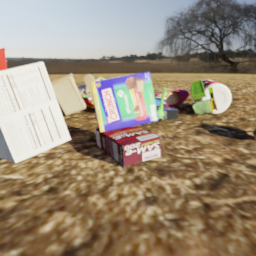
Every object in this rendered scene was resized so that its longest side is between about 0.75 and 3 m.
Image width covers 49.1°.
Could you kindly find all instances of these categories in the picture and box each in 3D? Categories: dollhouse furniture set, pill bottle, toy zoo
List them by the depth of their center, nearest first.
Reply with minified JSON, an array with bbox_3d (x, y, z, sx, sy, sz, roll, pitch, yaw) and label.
[{"bbox_3d":[2.959,-0.945,11.005,0.967,1.936,0.747,-13,51,17],"label":"dollhouse furniture set"},{"bbox_3d":[-2.205,-1.962,12.181,2.539,1.453,2.977,-18,27,11],"label":"dollhouse furniture set"},{"bbox_3d":[-1.061,-1.494,12.733,1.709,0.267,2.605,-38,44,-25],"label":"toy zoo"},{"bbox_3d":[3.707,-1.501,12.839,1.314,1.314,2.326,0,15,0],"label":"pill bottle"}]

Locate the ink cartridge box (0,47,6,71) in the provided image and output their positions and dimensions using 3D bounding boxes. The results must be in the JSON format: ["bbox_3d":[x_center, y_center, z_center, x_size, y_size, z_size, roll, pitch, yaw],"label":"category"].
[{"bbox_3d":[-4.066,-0.641,6.910,2.663,0.667,2.143,-33,-11,-31],"label":"ink cartridge box"}]

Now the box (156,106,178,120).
[{"bbox_3d":[1.460,-0.609,11.282,0.739,0.413,1.047,-2,12,-18],"label":"box"}]

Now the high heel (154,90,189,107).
[{"bbox_3d":[1.984,-1.373,12.947,2.413,0.813,1.160,-20,-2,-19],"label":"high heel"}]

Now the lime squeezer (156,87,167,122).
[{"bbox_3d":[0.765,-0.468,9.660,2.018,0.713,0.381,-41,9,33],"label":"lime squeezer"}]

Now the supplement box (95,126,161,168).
[{"bbox_3d":[-0.062,0.339,7.000,0.988,0.553,1.816,-13,18,-24],"label":"supplement box"}]

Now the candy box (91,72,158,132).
[{"bbox_3d":[-0.110,-0.654,7.012,1.483,1.254,0.571,-11,6,-5],"label":"candy box"}]

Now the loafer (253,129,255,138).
[{"bbox_3d":[4.019,-0.106,8.410,0.492,0.531,1.412,41,42,21],"label":"loafer"}]

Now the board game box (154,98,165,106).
[{"bbox_3d":[0.581,-0.907,11.458,1.875,0.365,1.481,5,22,25],"label":"board game box"}]

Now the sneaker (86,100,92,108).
[{"bbox_3d":[-1.249,-1.204,13.312,2.392,0.873,0.923,1,35,22],"label":"sneaker"}]

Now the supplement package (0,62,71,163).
[{"bbox_3d":[-2.437,-0.284,6.089,1.191,1.673,2.148,-24,12,-32],"label":"supplement package"}]
